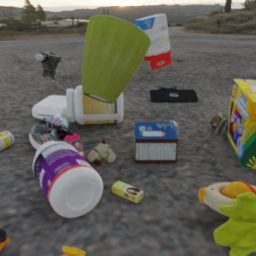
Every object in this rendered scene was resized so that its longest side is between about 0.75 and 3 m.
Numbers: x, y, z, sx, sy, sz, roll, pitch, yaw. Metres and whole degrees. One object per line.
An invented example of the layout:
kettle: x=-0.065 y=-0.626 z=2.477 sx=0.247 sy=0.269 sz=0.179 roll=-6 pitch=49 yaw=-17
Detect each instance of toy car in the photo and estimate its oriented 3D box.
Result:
toy car: x=-2.488 y=2.465 z=5.467 sx=2.950 sy=1.447 sz=0.982 roll=3 pitch=55 yaw=23

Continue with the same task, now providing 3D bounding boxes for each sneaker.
sneaker: x=-3.266 y=-0.024 z=11.842 sx=1.370 sy=0.762 sz=1.959 roll=-11 pitch=17 yaw=-20
sneaker: x=-2.638 y=0.369 z=10.380 sx=2.962 sy=1.106 sz=1.194 roll=20 pitch=30 yaw=38

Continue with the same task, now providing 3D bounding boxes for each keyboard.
keyboard: x=2.628 y=-1.831 z=16.427 sx=2.745 sy=0.544 sz=1.429 roll=1 pitch=47 yaw=-1

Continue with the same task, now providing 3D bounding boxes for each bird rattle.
bird rattle: x=3.079 y=1.772 z=6.865 sx=2.802 sy=1.578 sz=2.284 roll=-12 pitch=16 yaw=-29

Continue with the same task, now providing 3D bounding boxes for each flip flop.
flip flop: x=3.821 y=-0.271 z=12.132 sx=0.554 sy=0.781 sz=1.926 roll=25 pitch=22 yaw=2

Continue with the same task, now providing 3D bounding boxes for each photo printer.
photo printer: x=-3.594 y=-0.956 z=13.854 sx=1.715 sy=0.716 sz=2.062 roll=6 pitch=25 yaw=11

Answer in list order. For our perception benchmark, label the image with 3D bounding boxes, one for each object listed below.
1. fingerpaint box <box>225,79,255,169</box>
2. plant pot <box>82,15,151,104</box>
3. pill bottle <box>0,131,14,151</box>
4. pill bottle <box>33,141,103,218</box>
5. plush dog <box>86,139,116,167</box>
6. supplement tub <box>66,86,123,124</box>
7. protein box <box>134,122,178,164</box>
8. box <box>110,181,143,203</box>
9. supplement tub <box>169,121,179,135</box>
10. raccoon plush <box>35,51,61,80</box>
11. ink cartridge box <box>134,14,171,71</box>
fingerpaint box: x=4.438 y=-0.260 z=10.198 sx=1.057 sy=2.403 sz=2.881 roll=3 pitch=25 yaw=6
plant pot: x=-0.723 y=-2.323 z=10.431 sx=2.459 sy=2.628 sz=2.459 roll=18 pitch=-5 yaw=2
pill bottle: x=-4.901 y=0.578 z=10.528 sx=0.601 sy=0.601 sz=1.065 roll=10 pitch=25 yaw=21
pill bottle: x=-1.827 y=1.288 z=7.914 sx=1.401 sy=1.401 sz=2.492 roll=-14 pitch=27 yaw=-28
plush dog: x=-1.033 y=0.904 z=9.812 sx=0.831 sy=0.777 sz=0.968 roll=-37 pitch=37 yaw=-18
supplement tub: x=-1.511 y=-1.062 z=12.789 sx=2.441 sy=1.766 sz=1.766 roll=-2 pitch=24 yaw=-7
protein box: x=0.973 y=0.510 z=10.173 sx=1.480 sy=0.999 sz=1.470 roll=0 pitch=24 yaw=1
box: x=-0.044 y=1.837 z=8.123 sx=0.944 sy=0.237 sz=0.355 roll=14 pitch=27 yaw=31
supplement tub: x=1.396 y=0.145 z=11.362 sx=1.160 sy=0.711 sz=0.711 roll=-10 pitch=26 yaw=-22
raccoon plush: x=-3.352 y=-2.426 z=11.147 sx=0.782 sy=1.084 sz=1.617 roll=25 pitch=20 yaw=17
ink cartridge box: x=1.097 y=-3.671 z=12.086 sx=1.236 sy=2.127 sz=0.715 roll=-23 pitch=27 yaw=-24
